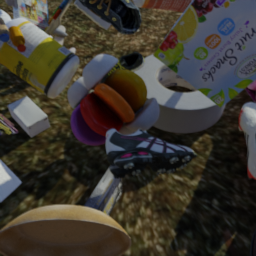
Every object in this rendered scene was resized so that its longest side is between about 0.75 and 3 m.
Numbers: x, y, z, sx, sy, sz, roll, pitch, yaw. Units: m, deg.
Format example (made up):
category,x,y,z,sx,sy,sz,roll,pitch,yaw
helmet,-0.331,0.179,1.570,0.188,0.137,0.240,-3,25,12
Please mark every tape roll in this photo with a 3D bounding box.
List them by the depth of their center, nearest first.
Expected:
category,x,y,z,sx,sy,sz,roll,pitch,yaw
tape roll,-2.686,1.002,4.248,1.168,1.700,1.700,50,56,-7
tape roll,1.608,-1.226,8.796,2.959,0.978,2.959,0,47,0

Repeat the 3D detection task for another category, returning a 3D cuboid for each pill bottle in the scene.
category,x,y,z,sx,sy,sz,roll,pitch,yaw
pill bottle,-2.440,-1.846,6.890,2.261,1.266,1.266,35,51,-6
pill bottle,1.383,-4.096,8.133,2.342,1.314,1.314,0,46,-14

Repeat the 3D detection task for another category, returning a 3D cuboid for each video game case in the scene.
category,x,y,z,sx,sy,sz,roll,pitch,yaw
video game case,-2.806,-3.916,8.024,0.216,2.426,1.736,-3,5,10

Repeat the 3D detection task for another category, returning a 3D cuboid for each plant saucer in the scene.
category,x,y,z,sx,sy,sz,roll,pitch,yaw
plant saucer,-0.818,1.416,3.678,1.715,1.715,0.304,-2,49,-2

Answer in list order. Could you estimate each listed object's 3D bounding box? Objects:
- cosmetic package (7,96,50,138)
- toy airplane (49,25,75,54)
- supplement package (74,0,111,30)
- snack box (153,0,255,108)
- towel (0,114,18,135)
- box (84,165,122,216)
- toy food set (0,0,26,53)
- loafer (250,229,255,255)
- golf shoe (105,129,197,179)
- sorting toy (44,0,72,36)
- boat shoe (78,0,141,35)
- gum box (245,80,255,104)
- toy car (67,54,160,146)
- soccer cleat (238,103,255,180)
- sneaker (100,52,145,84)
category,x,y,z,sx,sy,sz,roll,pitch,yaw
cosmetic package,-2.947,-0.344,8.311,0.686,0.493,1.216,-32,56,-26
toy airplane,-2.731,-2.883,10.207,1.640,1.162,1.647,-31,71,-13
supplement package,-0.890,-3.924,8.696,1.159,1.144,1.911,34,12,-23
snack box,1.914,-1.759,5.446,1.925,2.282,0.772,37,49,-6
towel,-2.959,-0.377,5.235,2.274,1.633,0.259,-3,47,57
box,-0.525,1.580,6.178,0.296,0.969,1.224,20,49,17
toy food set,-2.398,-2.263,5.361,0.764,1.600,0.720,-15,54,-27
loafer,3.115,2.197,5.633,1.037,0.908,2.884,14,48,12
golf shoe,0.463,0.377,4.994,1.861,0.718,0.820,5,51,-35
sorting toy,-2.070,-3.087,7.863,1.566,0.210,1.166,-13,54,51
boat shoe,-0.536,-2.904,6.098,1.165,0.908,2.567,43,16,18
gum box,4.827,-1.053,8.705,1.476,0.860,2.600,-6,47,-6
toy car,-0.481,-0.303,5.538,1.680,1.920,1.440,43,53,-10
soccer cleat,3.523,0.124,7.364,0.968,1.201,2.820,10,47,9
sneaker,-0.261,-1.642,7.602,1.510,0.639,0.562,-32,82,0
